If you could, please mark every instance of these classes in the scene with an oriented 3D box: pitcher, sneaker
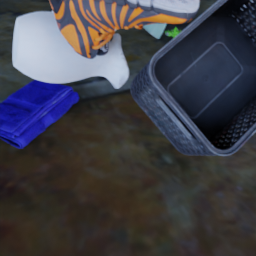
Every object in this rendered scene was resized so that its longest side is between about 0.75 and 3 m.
[{"bbox_3d":[-1.328,-2.076,6.606,2.510,1.522,2.154,2,76,-29],"label":"pitcher"},{"bbox_3d":[-0.151,-1.903,4.877,2.653,1.486,1.029,21,51,18],"label":"sneaker"}]

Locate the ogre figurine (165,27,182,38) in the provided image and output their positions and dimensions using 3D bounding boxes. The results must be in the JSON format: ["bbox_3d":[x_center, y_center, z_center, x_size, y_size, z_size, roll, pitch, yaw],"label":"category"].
[{"bbox_3d":[2.227,-4.420,13.096,1.135,0.557,0.680,26,34,11],"label":"ogre figurine"}]

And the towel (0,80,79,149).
[{"bbox_3d":[-3.030,-0.641,8.530,1.985,0.666,2.688,20,44,21],"label":"towel"}]

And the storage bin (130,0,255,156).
[{"bbox_3d":[1.591,-0.966,4.754,2.692,1.262,1.820,-42,94,-11],"label":"storage bin"}]

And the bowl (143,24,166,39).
[{"bbox_3d":[0.665,-3.929,8.977,1.945,1.017,1.945,38,24,-21],"label":"bowl"}]
